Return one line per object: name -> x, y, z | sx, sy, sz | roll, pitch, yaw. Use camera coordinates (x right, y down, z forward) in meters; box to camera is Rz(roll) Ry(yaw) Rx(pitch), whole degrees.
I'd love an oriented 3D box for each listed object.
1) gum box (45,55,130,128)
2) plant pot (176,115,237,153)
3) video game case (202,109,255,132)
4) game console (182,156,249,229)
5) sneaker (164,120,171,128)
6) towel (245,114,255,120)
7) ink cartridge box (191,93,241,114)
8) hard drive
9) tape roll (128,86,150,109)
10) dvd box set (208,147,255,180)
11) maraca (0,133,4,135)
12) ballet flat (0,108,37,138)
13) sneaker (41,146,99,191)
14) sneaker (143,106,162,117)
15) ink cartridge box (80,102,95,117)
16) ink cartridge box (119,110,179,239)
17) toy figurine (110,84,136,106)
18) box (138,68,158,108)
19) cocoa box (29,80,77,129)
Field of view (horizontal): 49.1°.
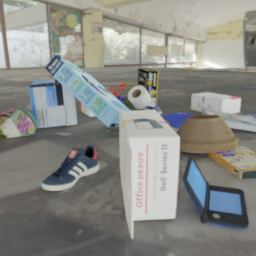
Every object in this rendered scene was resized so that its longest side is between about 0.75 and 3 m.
gum box -> -1.183, -1.177, 9.858 | 2.878, 0.641, 2.445 | 42, 9, 10
plant pot -> 2.290, 0.107, 8.541 | 1.950, 0.900, 1.950 | -5, 9, 1
video game case -> 4.148, -0.306, 11.143 | 2.118, 0.233, 1.930 | 9, 16, 3
game console -> 1.679, 1.156, 5.382 | 1.156, 0.801, 1.354 | 4, 17, 17
sneaker -> 0.775, 0.100, 9.434 | 0.823, 0.767, 2.179 | -8, 8, -11
towel -> 6.044, -0.395, 12.201 | 1.512, 0.180, 1.095 | -2, 18, -2
ink cartridge box -> 4.264, -1.191, 13.760 | 1.410, 0.797, 1.925 | -10, 18, -32
hard drive -> 1.976, -0.250, 11.366 | 1.442, 0.277, 2.185 | 14, 21, 40
tape roll -> 0.543, -1.498, 13.743 | 0.965, 0.965, 0.663 | 10, -22, 32
dvd box set -> 3.038, 0.882, 7.402 | 1.175, 0.236, 1.606 | -4, 16, -13
maraca -> -4.674, 0.154, 9.629 | 0.626, 0.489, 0.914 | 10, -3, 12
ballet flat -> -4.137, -0.147, 10.120 | 1.011, 0.982, 2.842 | -30, 24, -26
sneaker -> -1.345, 0.867, 6.560 | 0.638, 0.719, 1.702 | 9, 18, 28
sneaker -> 0.857, -0.629, 11.762 | 1.348, 0.574, 0.519 | -14, 2, 45
ink cartridge box -> -1.497, -0.979, 13.287 | 1.129, 0.654, 1.939 | -7, 15, -23
ink cartridge box -> 0.345, 0.690, 5.512 | 0.925, 1.609, 2.748 | -1, 16, -5
toy figurine -> -0.730, -1.778, 15.298 | 1.408, 1.240, 2.351 | 5, 15, 36
box -> 1.027, -2.261, 15.515 | 0.598, 1.936, 2.424 | -3, 15, -10
cocoa box -> -3.125, -1.109, 11.753 | 1.655, 1.682, 2.521 | -7, 16, -13
